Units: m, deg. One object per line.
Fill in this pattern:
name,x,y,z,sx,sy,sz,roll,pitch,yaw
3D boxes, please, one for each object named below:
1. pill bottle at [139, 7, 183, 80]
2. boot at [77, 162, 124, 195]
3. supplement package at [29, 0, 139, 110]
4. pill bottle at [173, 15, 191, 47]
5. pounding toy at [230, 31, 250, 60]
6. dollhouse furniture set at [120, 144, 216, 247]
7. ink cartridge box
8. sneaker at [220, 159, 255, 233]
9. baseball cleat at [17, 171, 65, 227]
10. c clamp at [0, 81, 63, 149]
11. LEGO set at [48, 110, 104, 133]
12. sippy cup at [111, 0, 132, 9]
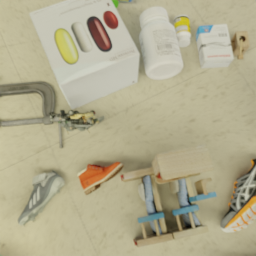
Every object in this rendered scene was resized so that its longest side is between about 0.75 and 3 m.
pill bottle,1.081,-2.977,9.854,1.304,1.304,2.281,-9,74,-2
boot,-0.901,1.375,8.803,1.541,0.578,0.826,-33,75,9
supplement package,-1.366,-2.582,9.350,2.614,2.010,2.734,-24,75,-8
pill bottle,2.009,-3.582,10.401,0.599,0.599,1.048,-1,74,0
pounding toy,4.096,-2.914,10.030,0.478,0.918,1.045,-1,74,0
dollhouse furniture set,0.994,1.964,7.511,2.100,2.997,2.112,-12,74,-3
ink cartridge box,3.120,-2.959,10.206,1.050,0.606,1.448,-4,74,-1
sneaker,3.648,2.085,8.632,2.608,1.021,1.007,-48,47,-5
baseball cleat,-2.858,2.134,8.779,0.969,0.635,1.822,39,67,16
c clamp,-3.618,-0.512,9.606,2.872,0.389,2.453,0,73,0
LEGO set,-1.625,-0.125,8.485,1.651,2.542,0.720,0,91,5
sippy cup,-0.542,-5.528,10.506,1.664,1.783,2.271,9,100,-8
